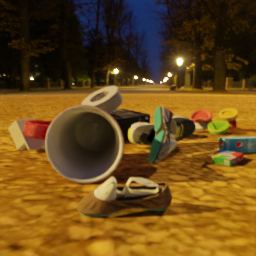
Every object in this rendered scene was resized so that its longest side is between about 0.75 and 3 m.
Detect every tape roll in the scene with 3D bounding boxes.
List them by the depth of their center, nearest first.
[{"bbox_3d":[-1.074,-1.071,11.553,1.694,0.559,1.694,-22,26,11],"label":"tape roll"}]

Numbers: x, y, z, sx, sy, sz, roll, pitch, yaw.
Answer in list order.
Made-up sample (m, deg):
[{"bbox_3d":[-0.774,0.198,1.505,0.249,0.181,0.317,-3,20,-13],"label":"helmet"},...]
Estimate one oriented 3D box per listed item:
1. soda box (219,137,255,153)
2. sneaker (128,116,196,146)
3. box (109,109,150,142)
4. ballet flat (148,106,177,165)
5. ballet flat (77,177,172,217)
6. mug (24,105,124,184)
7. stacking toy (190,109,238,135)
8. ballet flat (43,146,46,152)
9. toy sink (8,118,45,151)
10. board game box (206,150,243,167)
[{"bbox_3d":[3.831,0.556,9.307,1.518,0.487,0.515,0,3,-5],"label":"soda box"},{"bbox_3d":[1.385,0.249,9.905,2.695,1.004,1.140,-11,15,-23],"label":"sneaker"},{"bbox_3d":[-0.476,-0.154,11.935,1.819,1.017,2.578,-6,11,-26],"label":"box"},{"bbox_3d":[1.133,0.243,8.473,0.803,0.803,2.233,2,47,10],"label":"ballet flat"},{"bbox_3d":[-0.050,1.197,5.091,1.760,0.636,0.597,-1,25,-5],"label":"ballet flat"},{"bbox_3d":[-1.243,0.066,7.665,2.395,1.800,2.698,40,4,-4],"label":"mug"},{"bbox_3d":[4.021,-0.050,13.350,2.174,0.918,1.968,2,35,31],"label":"stacking toy"},{"bbox_3d":[-2.551,0.601,9.563,0.315,0.340,0.964,41,22,28],"label":"ballet flat"},{"bbox_3d":[-3.511,0.340,9.766,0.655,1.169,0.762,-35,-11,34],"label":"toy sink"},{"bbox_3d":[2.896,0.889,8.365,0.734,0.193,0.959,9,13,41],"label":"board game box"}]
